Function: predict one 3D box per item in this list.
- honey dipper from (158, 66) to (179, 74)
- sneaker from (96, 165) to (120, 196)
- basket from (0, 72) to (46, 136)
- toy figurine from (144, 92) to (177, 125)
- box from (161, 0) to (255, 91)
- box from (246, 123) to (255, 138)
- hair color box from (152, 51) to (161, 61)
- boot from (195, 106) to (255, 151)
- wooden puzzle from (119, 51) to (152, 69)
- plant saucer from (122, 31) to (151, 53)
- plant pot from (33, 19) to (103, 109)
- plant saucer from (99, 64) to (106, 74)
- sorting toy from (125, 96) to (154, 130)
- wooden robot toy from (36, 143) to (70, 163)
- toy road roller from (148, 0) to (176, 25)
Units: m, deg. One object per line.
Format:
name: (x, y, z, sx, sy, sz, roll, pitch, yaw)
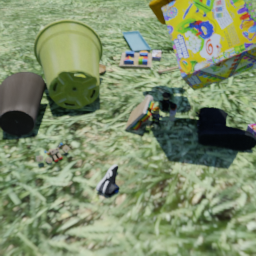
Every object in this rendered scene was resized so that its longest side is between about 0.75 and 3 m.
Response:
honey dipper: (2.243, -2.795, 13.098, 1.868, 0.355, 0.355, -17, 41, -17)
sneaker: (-0.390, 1.460, 7.599, 0.534, 0.349, 0.955, 22, 51, 21)
basket: (-3.742, -0.801, 9.698, 1.789, 1.349, 1.984, -24, 43, 7)
toy figurine: (1.172, -0.726, 10.041, 1.090, 0.758, 1.073, -10, 39, -13)
box: (2.244, -2.439, 7.343, 2.055, 1.302, 2.134, -19, 73, 23)
box: (4.894, 0.445, 8.827, 1.323, 0.378, 1.933, -13, 40, -17)
hair color box: (1.446, -3.675, 14.271, 0.437, 0.259, 0.800, 4, 40, 5)
boot: (3.144, -0.031, 9.229, 1.888, 0.699, 1.547, 5, 38, 12)
wooden puzzle: (0.395, -3.443, 13.861, 1.533, 0.383, 1.655, 3, 38, 4)
plant saucer: (0.426, -4.843, 15.783, 1.013, 0.275, 2.898, -8, 39, -10)
plant pot: (-2.172, -2.225, 10.765, 2.790, 2.790, 2.565, -8, 51, -10)
plant saucer: (-1.504, -2.707, 13.078, 0.989, 0.175, 0.989, 0, 38, 0)
sorting toy: (0.431, -0.436, 9.592, 0.354, 1.010, 1.017, 37, 40, -14)
wooden robot toy: (-2.297, 0.810, 8.487, 1.019, 0.449, 0.462, -28, 10, -30)
toy road roller: (1.587, -4.153, 9.274, 1.558, 1.312, 2.135, -37, 26, 17)
